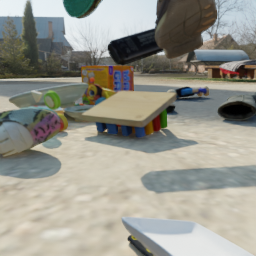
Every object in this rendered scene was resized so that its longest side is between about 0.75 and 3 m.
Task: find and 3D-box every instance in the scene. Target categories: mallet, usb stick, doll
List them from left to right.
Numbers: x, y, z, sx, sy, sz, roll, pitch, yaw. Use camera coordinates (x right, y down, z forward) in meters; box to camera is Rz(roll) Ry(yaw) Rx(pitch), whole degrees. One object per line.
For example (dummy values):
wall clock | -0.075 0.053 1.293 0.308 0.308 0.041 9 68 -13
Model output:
mallet | 0.211 1.161 2.435 0.286 0.179 0.868 -3 8 -38
usb stick | 0.670 -2.285 7.415 2.624 0.728 0.428 -26 -12 -28
doll | 3.271 -1.985 15.559 2.643 0.640 1.803 -8 6 -29

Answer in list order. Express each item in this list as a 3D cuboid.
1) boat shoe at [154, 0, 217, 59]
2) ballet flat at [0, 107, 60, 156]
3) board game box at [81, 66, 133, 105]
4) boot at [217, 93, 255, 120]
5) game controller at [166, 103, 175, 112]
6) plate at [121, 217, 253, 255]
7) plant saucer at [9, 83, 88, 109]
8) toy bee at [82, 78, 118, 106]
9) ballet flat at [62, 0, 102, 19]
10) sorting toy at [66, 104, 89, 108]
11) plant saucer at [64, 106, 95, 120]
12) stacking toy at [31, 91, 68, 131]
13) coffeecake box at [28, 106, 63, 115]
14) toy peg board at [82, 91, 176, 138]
boat shoe | 0.662 -1.570 3.923 0.800 0.787 2.148 -20 -1 6
ballet flat | -2.711 0.147 5.751 2.647 0.915 0.942 -2 30 13
board game box | -0.954 -2.038 13.233 1.765 1.764 1.764 10 16 38
boot | 4.406 -0.851 9.897 2.248 0.897 2.472 -10 1 23
game controller | 1.171 -1.065 11.754 1.283 0.518 2.460 -1 13 -2
plate | 0.586 1.039 2.314 1.033 0.167 1.035 17 0 -36
plant saucer | -2.821 -1.018 10.325 2.853 0.716 2.853 -11 5 1
toy bee | -1.048 -1.236 10.686 2.443 1.328 1.599 -6 14 -28
ballet flat | -0.433 -2.496 4.369 0.837 0.837 2.326 -5 -8 -23
sorting toy | -2.078 -0.911 11.469 0.961 0.191 1.300 -5 6 -26
plant saucer | -1.431 -0.496 9.494 1.446 0.363 1.446 0 12 0
stacking toy | -2.312 -0.408 7.548 1.227 1.110 0.518 8 26 28
coffeecake box | -2.619 -0.411 8.854 0.974 0.464 1.269 -5 13 -20
toy peg board | 0.115 -0.245 7.689 1.894 0.927 1.887 7 29 34
